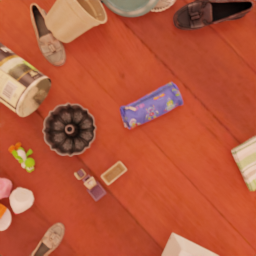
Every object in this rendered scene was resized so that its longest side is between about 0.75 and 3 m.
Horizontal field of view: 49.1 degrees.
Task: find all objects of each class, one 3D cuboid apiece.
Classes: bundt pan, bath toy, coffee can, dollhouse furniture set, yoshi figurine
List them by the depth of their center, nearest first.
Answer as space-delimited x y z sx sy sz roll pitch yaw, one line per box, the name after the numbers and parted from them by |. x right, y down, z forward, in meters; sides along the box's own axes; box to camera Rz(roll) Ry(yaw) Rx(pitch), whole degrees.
-0.940 1.452 9.487 1.534 1.089 1.216 -38 69 -14 | dollhouse furniture set
-4.025 -1.666 9.515 2.243 1.642 1.642 36 86 2 | coffee can
-4.512 2.052 9.521 2.758 1.199 1.019 28 123 0 | bath toy
-3.644 1.023 9.822 0.623 0.621 1.109 -38 89 -10 | yoshi figurine
-2.005 0.079 9.852 1.848 0.694 1.848 0 85 -1 | bundt pan

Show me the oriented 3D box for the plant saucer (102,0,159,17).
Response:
0.009 -5.091 9.638 2.529 0.347 2.529 7 126 10 | plant saucer

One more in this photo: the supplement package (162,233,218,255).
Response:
2.208 4.858 8.831 2.352 1.785 1.772 26 85 2 | supplement package

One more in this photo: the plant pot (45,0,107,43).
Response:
-1.923 -3.886 9.685 1.615 1.764 1.764 -31 84 30 | plant pot

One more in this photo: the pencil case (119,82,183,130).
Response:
0.777 -0.776 9.790 2.304 1.000 0.899 -26 58 -3 | pencil case

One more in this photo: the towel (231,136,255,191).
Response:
4.412 1.245 9.778 1.198 0.247 1.606 -27 92 -14 | towel

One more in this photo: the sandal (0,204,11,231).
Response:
-4.651 2.891 9.714 1.792 0.514 0.687 29 64 23 | sandal

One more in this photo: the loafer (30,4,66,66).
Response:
-3.008 -3.365 10.158 0.836 0.731 2.327 -24 85 -2 | loafer

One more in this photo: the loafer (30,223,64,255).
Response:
-2.798 4.044 9.545 0.609 0.533 1.694 38 86 3 | loafer

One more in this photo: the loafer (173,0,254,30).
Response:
3.057 -4.199 10.062 2.827 0.890 1.016 -11 104 -2 | loafer

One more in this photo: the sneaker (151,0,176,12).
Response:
0.662 -4.841 10.193 2.317 0.952 0.902 -1 85 -1 | sneaker

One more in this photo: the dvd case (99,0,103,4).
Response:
-1.727 -4.954 10.623 1.389 0.122 0.991 43 85 4 | dvd case
